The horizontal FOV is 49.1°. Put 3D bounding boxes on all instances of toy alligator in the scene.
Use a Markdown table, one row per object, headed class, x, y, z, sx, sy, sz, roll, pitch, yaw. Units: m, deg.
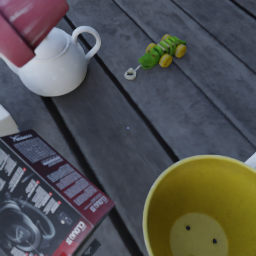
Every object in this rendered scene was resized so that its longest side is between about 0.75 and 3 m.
| class | x | y | z | sx | sy | sz | roll | pitch | yaw |
| --- | --- | --- | --- | --- | --- | --- | --- | --- | --- |
| toy alligator | 1.050 | -2.619 | 9.936 | 2.858 | 0.687 | 0.947 | -36 | 65 | -20 |

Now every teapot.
| class | x | y | z | sx | sy | sz | roll | pitch | yaw |
| --- | --- | --- | --- | --- | --- | --- | --- | --- | --- |
| teapot | -2.512 | -2.382 | 9.133 | 2.456 | 1.817 | 2.488 | 24 | 61 | 14 |

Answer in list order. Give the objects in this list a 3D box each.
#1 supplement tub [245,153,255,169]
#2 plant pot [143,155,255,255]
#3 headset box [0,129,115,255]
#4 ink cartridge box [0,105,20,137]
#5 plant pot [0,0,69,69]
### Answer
| class | x | y | z | sx | sy | sz | roll | pitch | yaw |
| --- | --- | --- | --- | --- | --- | --- | --- | --- | --- |
| supplement tub | 3.929 | 1.654 | 6.672 | 1.806 | 1.806 | 2.485 | -32 | 63 | -18 |
| plant pot | 1.722 | 2.328 | 6.115 | 2.903 | 2.061 | 2.903 | 0 | 59 | 0 |
| headset box | -1.501 | 1.436 | 4.870 | 2.320 | 1.727 | 0.896 | 38 | 21 | 10 |
| ink cartridge box | -4.254 | -0.152 | 7.997 | 1.932 | 1.422 | 1.397 | 40 | 67 | 22 |
| plant pot | -2.508 | -2.750 | 6.444 | 1.874 | 2.094 | 2.094 | -39 | 65 | -4 |
